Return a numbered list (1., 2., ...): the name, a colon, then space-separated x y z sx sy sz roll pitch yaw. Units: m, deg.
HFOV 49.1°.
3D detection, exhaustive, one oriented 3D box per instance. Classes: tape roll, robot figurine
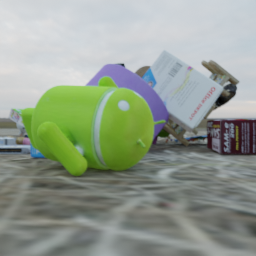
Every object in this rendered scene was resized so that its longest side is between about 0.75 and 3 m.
1. tape roll: -0.130 -0.530 7.631 2.345 0.996 2.345 36 -17 12
2. robot figurine: -0.612 -0.021 4.628 2.291 1.325 2.010 6 30 24

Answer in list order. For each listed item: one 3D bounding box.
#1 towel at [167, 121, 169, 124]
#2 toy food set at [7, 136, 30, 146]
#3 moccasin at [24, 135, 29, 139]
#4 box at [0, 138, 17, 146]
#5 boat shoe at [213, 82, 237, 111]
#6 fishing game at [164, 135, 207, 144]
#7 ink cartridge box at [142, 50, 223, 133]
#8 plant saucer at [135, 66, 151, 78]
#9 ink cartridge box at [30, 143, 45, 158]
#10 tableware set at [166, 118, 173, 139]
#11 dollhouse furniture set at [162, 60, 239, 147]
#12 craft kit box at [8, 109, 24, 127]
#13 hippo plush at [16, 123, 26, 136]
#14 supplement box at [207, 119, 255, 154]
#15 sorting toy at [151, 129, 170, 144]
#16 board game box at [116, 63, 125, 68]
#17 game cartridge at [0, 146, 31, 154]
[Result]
1. towel: 0.822 -0.921 10.626 0.289 2.425 1.781 -38 42 -8
2. toy food set: -3.026 0.505 9.229 1.710 0.269 1.087 9 -4 -37
3. moccasin: -3.708 0.406 11.400 0.416 0.352 1.034 1 1 41
4. box: -4.564 0.476 9.517 1.287 0.265 1.004 1 0 -36
5. boat shoe: 4.130 -1.261 12.539 0.726 0.593 1.966 23 -37 -15
6. fishing game: 2.370 0.454 10.091 2.073 0.322 1.484 -6 -6 4
7. ink cartridge box: 1.366 -0.966 7.682 1.926 1.392 0.815 37 -4 13
8. plant saucer: 0.747 -1.115 9.185 1.833 1.833 0.270 -1 4 -42
9. ink cartridge box: -1.096 0.282 6.256 1.720 0.725 1.256 0 1 24
10. tableware set: 1.242 -0.871 12.037 2.826 0.566 1.868 36 -41 -2
11. dollhouse furniture set: 1.803 -1.213 9.557 1.890 2.493 2.845 36 10 -7
12. craft kit box: -4.289 -0.234 14.721 2.666 0.655 2.699 29 13 25
13. hippo plush: -5.518 -0.682 16.989 2.946 2.346 2.368 15 17 33
14. supplement box: 3.640 0.198 7.221 2.879 0.877 1.567 -1 1 4
15. sorting toy: 0.085 0.081 10.120 2.716 1.115 1.632 22 7 -9
16. board game box: -0.329 -1.867 11.212 0.989 1.462 0.206 11 41 43
17. game cartridge: -2.903 0.552 7.121 1.010 0.210 0.672 0 5 -2
